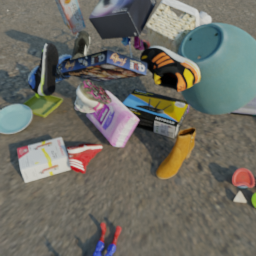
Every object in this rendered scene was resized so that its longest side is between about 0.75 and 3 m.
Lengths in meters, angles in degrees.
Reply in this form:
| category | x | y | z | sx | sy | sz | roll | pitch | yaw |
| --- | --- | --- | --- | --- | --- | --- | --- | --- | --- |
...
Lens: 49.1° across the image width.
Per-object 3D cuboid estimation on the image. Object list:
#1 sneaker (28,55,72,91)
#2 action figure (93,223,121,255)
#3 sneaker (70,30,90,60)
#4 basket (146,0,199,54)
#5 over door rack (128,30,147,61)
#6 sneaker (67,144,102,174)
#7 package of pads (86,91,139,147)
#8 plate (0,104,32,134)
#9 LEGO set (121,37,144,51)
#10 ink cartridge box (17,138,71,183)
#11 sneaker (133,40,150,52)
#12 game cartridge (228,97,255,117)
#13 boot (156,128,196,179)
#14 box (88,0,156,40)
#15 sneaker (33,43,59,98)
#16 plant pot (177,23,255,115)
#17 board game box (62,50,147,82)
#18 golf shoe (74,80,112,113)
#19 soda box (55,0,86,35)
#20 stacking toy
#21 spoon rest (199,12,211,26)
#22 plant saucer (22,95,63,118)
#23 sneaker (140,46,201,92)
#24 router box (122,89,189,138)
| category | x | y | z | sx | sy | sz | roll | pitch | yaw |
| --- | --- | --- | --- | --- | --- | --- | --- | --- | --- |
| sneaker | -2.356 | -1.820 | 9.030 | 1.905 | 0.748 | 0.849 | -42 | 31 | -25 |
| action figure | -0.653 | 2.926 | 6.157 | 0.641 | 0.972 | 1.964 | 7 | 42 | 9 |
| sneaker | -1.473 | -2.263 | 8.541 | 0.462 | 1.391 | 0.629 | 12 | 46 | -19 |
| basket | 1.498 | -3.074 | 9.461 | 1.358 | 2.003 | 1.236 | 35 | 80 | 22 |
| over door rack | 0.059 | -4.417 | 11.819 | 0.894 | 1.983 | 2.684 | -10 | 69 | -18 |
| sneaker | -1.384 | 0.970 | 8.924 | 0.583 | 0.860 | 1.488 | 3 | 4 | 35 |
| package of pads | -0.573 | -0.361 | 9.871 | 0.762 | 1.213 | 2.014 | 16 | 22 | -45 |
| plate | -4.301 | -0.306 | 10.516 | 1.445 | 0.185 | 1.445 | -2 | 52 | 2 |
| LEGO set | 0.150 | -3.648 | 10.559 | 0.733 | 0.789 | 1.923 | -10 | 73 | 24 |
| ink cartridge box | -2.628 | 0.970 | 8.774 | 1.433 | 0.598 | 1.040 | -15 | 41 | -17 |
| sneaker | 0.631 | -3.647 | 12.472 | 0.695 | 0.503 | 1.423 | 2 | 21 | -20 |
| game cartridge | 4.853 | -1.042 | 11.431 | 2.348 | 0.451 | 1.522 | 7 | 44 | 8 |
| boot | 1.464 | 0.723 | 8.610 | 0.589 | 1.198 | 1.674 | 31 | 48 | 33 |
| box | -0.169 | -3.969 | 9.467 | 1.657 | 1.021 | 1.644 | 7 | 63 | 34 |
| sneaker | -2.466 | -1.675 | 8.058 | 0.667 | 0.578 | 1.612 | 2 | 82 | 23 |
| plant pot | 2.471 | -1.976 | 8.266 | 2.709 | 1.825 | 2.709 | -16 | 60 | 31 |
| board game box | -0.639 | -1.511 | 7.110 | 1.279 | 0.327 | 1.888 | 5 | -2 | -43 |
| golf shoe | -0.928 | -0.628 | 6.708 | 0.838 | 1.820 | 0.661 | -37 | 86 | 5 |
| soda box | -2.505 | -5.083 | 11.902 | 0.732 | 2.301 | 0.787 | -36 | 72 | -9 |
| stacking toy | 3.592 | 1.801 | 8.068 | 1.234 | 0.521 | 1.117 | 13 | 67 | 19 |
| spoon rest | 2.849 | -4.066 | 10.558 | 0.363 | 0.595 | 1.198 | 48 | 15 | 16 |
| plant saucer | -3.471 | -0.881 | 11.285 | 1.269 | 0.304 | 1.271 | 17 | 43 | 19 |
| sneaker | 0.835 | -1.488 | 7.093 | 0.883 | 0.686 | 1.963 | -35 | 47 | -24 |
| router box | 0.966 | -0.627 | 10.732 | 2.339 | 0.597 | 1.745 | 17 | 42 | 19 |
